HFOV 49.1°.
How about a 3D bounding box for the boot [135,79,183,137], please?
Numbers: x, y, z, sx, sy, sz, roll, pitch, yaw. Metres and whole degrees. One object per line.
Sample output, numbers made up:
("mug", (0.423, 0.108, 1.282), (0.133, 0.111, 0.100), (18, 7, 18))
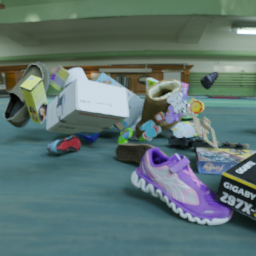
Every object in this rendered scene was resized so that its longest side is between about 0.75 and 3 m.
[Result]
("boot", (1.492, -0.835, 10.633), (2.454, 0.927, 2.803), (-30, -20, -23))

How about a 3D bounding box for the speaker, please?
("speaker", (-1.956, -1.175, 12.612), (1.206, 2.970, 1.206), (-27, -7, -4))

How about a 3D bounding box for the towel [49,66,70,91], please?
("towel", (-2.721, -1.956, 11.047), (0.620, 0.863, 0.098), (37, 11, 9))

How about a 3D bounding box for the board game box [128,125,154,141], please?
("board game box", (0.644, 0.197, 12.430), (1.003, 0.437, 1.359), (5, 11, 15))

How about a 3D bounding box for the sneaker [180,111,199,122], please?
("sneaker", (2.696, -0.682, 13.672), (1.634, 0.696, 0.637), (-2, -9, -8))

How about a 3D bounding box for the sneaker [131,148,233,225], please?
("sneaker", (1.025, 1.038, 5.473), (2.146, 0.949, 0.863), (25, 20, 32))

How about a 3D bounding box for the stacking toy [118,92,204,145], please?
("stacking toy", (1.151, -0.156, 9.584), (2.775, 0.652, 2.092), (-36, -16, 22))

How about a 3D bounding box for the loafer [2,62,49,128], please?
("loafer", (-3.841, -1.250, 10.518), (1.000, 2.660, 0.927), (23, 1, 15))

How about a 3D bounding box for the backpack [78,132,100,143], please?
("backpack", (-1.945, -0.491, 10.959), (1.916, 1.557, 1.607), (26, 5, 3))

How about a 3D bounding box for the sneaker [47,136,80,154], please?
("sneaker", (-2.244, 0.587, 9.759), (0.695, 0.577, 1.454), (-8, -3, 26))

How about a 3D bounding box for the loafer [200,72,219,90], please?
("loafer", (3.897, -2.258, 13.323), (0.568, 0.648, 1.803), (-33, -4, 4))

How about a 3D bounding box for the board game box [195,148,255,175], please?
("board game box", (3.114, 0.979, 8.121), (2.218, 0.384, 1.503), (2, 10, 11))

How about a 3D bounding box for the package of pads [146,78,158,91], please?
("package of pads", (1.050, -1.650, 12.172), (0.319, 0.934, 0.722), (-11, 25, -20))

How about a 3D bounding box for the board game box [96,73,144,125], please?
("board game box", (-0.441, -1.128, 10.854), (1.973, 1.035, 1.016), (39, 5, 36))

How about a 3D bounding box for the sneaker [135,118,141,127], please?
("sneaker", (1.124, -0.221, 12.176), (1.694, 0.694, 0.633), (-13, -24, -14))

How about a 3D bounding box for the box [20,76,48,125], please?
("box", (-3.255, -0.953, 9.947), (0.442, 1.764, 0.664), (20, 53, 13))

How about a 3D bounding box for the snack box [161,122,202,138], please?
("snack box", (2.384, 0.108, 12.583), (1.442, 0.488, 1.216), (-11, 12, -18))

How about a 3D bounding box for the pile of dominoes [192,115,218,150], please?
("pile of dominoes", (2.481, 0.050, 8.908), (0.940, 0.192, 1.206), (34, 31, -13))

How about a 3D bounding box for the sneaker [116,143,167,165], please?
("sneaker", (0.547, 0.777, 8.305), (0.800, 0.746, 2.117), (-2, 10, -41))

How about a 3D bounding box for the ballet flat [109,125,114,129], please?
("ballet flat", (-0.804, -0.521, 15.609), (0.944, 0.944, 2.718), (5, 11, 25))

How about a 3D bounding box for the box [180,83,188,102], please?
("box", (2.340, -1.561, 13.344), (0.868, 1.269, 0.248), (12, -11, -6))

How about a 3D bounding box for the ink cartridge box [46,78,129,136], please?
("ink cartridge box", (-0.996, -0.391, 6.559), (1.281, 0.751, 1.749), (8, -21, -34))

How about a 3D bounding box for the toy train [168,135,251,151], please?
("toy train", (2.797, 0.652, 9.871), (2.952, 0.504, 0.676), (7, 0, 38))

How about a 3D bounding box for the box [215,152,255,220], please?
("box", (3.208, 1.170, 5.255), (2.127, 0.657, 2.664), (24, 22, 37))

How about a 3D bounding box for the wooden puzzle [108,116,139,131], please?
("wooden puzzle", (-0.380, -0.671, 12.437), (2.321, 1.377, 0.163), (-38, -7, -41))
